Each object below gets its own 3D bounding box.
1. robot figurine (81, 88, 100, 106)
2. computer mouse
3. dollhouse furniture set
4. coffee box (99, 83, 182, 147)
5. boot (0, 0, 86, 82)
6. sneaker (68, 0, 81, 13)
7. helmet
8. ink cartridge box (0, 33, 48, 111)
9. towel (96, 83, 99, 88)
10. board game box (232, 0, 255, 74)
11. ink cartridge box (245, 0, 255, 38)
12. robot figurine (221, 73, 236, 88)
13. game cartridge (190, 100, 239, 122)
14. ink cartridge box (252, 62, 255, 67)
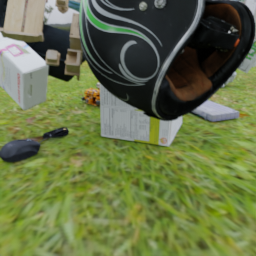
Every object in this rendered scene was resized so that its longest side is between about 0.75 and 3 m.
[{"bbox_3d":[-0.874,-1.336,11.164,1.446,0.581,1.995,16,25,42],"label":"robot figurine"},{"bbox_3d":[-2.252,0.287,6.989,0.634,0.368,2.161,8,21,24],"label":"computer mouse"},{"bbox_3d":[-1.623,-1.572,4.891,1.665,1.420,0.813,4,-18,-9],"label":"dollhouse furniture set"},{"bbox_3d":[0.448,-0.855,7.781,1.932,1.954,1.951,7,21,19],"label":"coffee box"},{"bbox_3d":[-2.113,-2.688,7.431,2.431,2.893,1.105,6,35,-37],"label":"boot"},{"bbox_3d":[-1.030,-3.707,9.398,2.810,1.264,1.101,19,42,-7],"label":"sneaker"},{"bbox_3d":[0.396,-1.540,4.196,2.415,2.415,2.303,-16,53,-37],"label":"helmet"},{"bbox_3d":[-2.569,-1.342,6.442,1.563,1.130,0.662,43,50,19],"label":"ink cartridge box"},{"bbox_3d":[-0.890,-2.042,13.691,0.836,0.217,1.261,-14,23,-37],"label":"towel"},{"bbox_3d":[2.789,-2.720,6.589,1.626,2.575,0.446,29,48,8],"label":"board game box"},{"bbox_3d":[2.570,-2.325,4.595,0.941,1.625,0.542,5,36,-3],"label":"ink cartridge box"},{"bbox_3d":[4.254,-2.685,14.015,2.070,1.169,1.756,-1,54,-4],"label":"robot figurine"},{"bbox_3d":[2.752,-0.598,9.575,1.114,0.330,1.718,-12,22,-19],"label":"game cartridge"},{"bbox_3d":[4.063,-2.836,8.041,1.925,1.108,0.653,-39,28,24],"label":"ink cartridge box"}]
